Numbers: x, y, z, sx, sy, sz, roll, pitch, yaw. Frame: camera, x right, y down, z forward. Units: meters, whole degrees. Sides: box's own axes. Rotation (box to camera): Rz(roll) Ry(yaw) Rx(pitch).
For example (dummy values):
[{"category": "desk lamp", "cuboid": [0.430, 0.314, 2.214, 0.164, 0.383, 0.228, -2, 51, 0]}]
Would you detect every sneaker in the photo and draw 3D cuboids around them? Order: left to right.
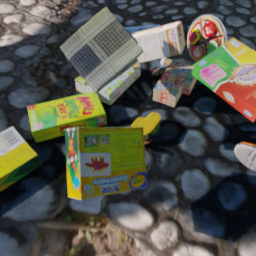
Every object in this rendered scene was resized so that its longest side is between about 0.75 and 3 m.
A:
[{"category": "sneaker", "cuboid": [5.095, 0.937, 10.132, 2.428, 0.942, 1.360, 25, 48, 8]}]

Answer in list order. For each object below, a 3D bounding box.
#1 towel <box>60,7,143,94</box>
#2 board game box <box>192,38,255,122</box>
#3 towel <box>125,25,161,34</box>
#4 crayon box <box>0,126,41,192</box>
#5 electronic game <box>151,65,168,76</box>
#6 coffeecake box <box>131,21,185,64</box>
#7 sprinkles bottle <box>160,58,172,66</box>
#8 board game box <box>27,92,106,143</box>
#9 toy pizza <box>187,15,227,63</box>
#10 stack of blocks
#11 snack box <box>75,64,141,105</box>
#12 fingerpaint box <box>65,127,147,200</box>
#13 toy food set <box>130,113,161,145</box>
[{"category": "towel", "cuboid": [-0.809, -2.419, 8.773, 2.043, 0.353, 1.967, -39, 83, 5]}, {"category": "board game box", "cuboid": [3.153, -1.401, 7.714, 1.681, 0.443, 2.198, -36, 62, -17]}, {"category": "towel", "cuboid": [0.378, -3.794, 12.465, 2.414, 1.347, 0.586, -9, 19, -8]}, {"category": "crayon box", "cuboid": [-4.785, 1.352, 9.717, 2.858, 0.726, 1.814, -34, 59, -27]}, {"category": "electronic game", "cuboid": [1.545, -2.803, 13.577, 0.919, 0.191, 0.919, -26, 18, 9]}, {"category": "coffeecake box", "cuboid": [0.726, -3.200, 10.770, 2.682, 0.980, 2.059, -8, 23, 19]}, {"category": "sprinkles bottle", "cuboid": [2.281, -3.137, 13.996, 1.298, 0.443, 0.443, 24, 52, 19]}, {"category": "board game box", "cuboid": [-2.491, -0.503, 11.448, 2.882, 0.686, 1.464, -15, 50, -13]}, {"category": "toy pizza", "cuboid": [3.050, -3.446, 11.210, 0.318, 2.004, 2.004, -18, 49, -31]}, {"category": "stack of blocks", "cuboid": [2.220, -2.030, 12.815, 1.378, 0.701, 2.394, 20, 51, 17]}, {"category": "snack box", "cuboid": [-0.883, -2.347, 13.072, 1.915, 0.713, 2.692, 25, 51, 19]}, {"category": "fingerpaint box", "cuboid": [-0.562, 0.866, 7.515, 2.104, 0.772, 1.755, -2, 86, -38]}, {"category": "toy food set", "cuboid": [0.634, 0.163, 10.999, 1.111, 0.617, 1.888, 6, 41, 39]}]
